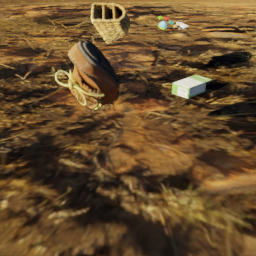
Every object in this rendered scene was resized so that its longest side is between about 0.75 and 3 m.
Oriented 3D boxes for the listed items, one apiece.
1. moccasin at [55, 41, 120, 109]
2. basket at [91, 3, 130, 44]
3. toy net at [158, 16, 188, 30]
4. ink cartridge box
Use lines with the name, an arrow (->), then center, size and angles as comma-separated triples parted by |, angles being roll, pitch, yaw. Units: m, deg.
moccasin -> -0.673, -0.776, 4.807 | 0.875, 0.829, 2.266 | -33, 0, -4
basket -> -0.560, -3.687, 9.322 | 0.980, 1.023, 1.373 | -23, 42, 20
toy net -> 1.557, -3.626, 9.821 | 1.096, 0.212, 0.575 | 2, 48, -21
ink cartridge box -> 2.265, -1.477, 9.924 | 1.354, 0.401, 0.703 | -24, 37, -36
